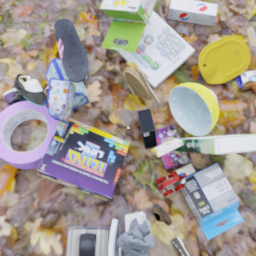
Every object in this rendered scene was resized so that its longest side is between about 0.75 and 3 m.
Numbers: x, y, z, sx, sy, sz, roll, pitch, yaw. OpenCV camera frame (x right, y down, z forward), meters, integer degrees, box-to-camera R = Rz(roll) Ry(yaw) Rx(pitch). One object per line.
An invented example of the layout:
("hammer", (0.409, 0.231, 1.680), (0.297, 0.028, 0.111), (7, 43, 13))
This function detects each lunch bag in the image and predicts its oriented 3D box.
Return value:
("lunch bag", (-2.402, -1.675, 11.006), (1.201, 1.884, 1.602), (-27, 80, -6))
("lunch bag", (-2.267, -0.892, 9.320), (0.812, 1.115, 1.311), (6, 88, 1))

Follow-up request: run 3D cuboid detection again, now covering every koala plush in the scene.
("koala plush", (0.238, 2.873, 7.669), (0.934, 0.901, 1.016), (17, 39, 2))

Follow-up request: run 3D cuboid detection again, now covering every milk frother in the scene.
("milk frother", (-0.698, 4.313, 8.740), (2.440, 2.202, 2.295), (10, 67, -23))

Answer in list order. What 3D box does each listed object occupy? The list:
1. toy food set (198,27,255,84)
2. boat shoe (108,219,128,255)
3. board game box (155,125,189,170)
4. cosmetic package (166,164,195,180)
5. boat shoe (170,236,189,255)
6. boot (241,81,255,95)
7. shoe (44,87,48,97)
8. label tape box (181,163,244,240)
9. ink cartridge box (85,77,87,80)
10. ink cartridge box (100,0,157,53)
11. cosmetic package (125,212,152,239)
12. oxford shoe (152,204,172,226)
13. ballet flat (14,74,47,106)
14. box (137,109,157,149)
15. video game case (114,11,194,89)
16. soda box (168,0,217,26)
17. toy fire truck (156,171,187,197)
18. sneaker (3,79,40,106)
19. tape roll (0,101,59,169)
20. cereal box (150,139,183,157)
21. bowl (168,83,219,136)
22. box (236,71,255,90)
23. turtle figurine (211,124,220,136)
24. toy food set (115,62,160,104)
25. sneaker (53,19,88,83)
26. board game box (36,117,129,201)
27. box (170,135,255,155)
("toy food set", (4.273, -3.006, 12.319), (2.974, 0.971, 1.750), (-26, 94, -8))
("boat shoe", (-0.312, 4.130, 9.364), (0.689, 0.729, 2.032), (2, 70, 1))
("board game box", (1.656, 0.744, 11.034), (0.972, 0.262, 1.620), (-19, 69, -1))
("cosmetic package", (1.961, 1.748, 10.470), (0.972, 0.503, 0.355), (-24, 69, -11))
("boat shoe", (1.844, 4.272, 9.490), (0.337, 0.399, 1.118), (-25, 62, -8))
("boot", (5.373, -1.671, 11.894), (0.979, 0.760, 0.375), (-21, 25, 6))
("shoe", (-3.325, -1.453, 11.885), (0.456, 0.348, 1.305), (16, 68, 7))
("label tape box", (3.005, 2.591, 10.005), (1.563, 0.721, 2.182), (-23, 68, -9))
("ink cartridge box", (-2.183, -2.448, 12.314), (0.755, 0.317, 0.549), (2, 68, 2))
("ink cartridge box", (-0.178, -4.522, 11.325), (1.916, 0.982, 2.593), (20, 87, 32))
("cosmetic package", (0.363, 3.317, 9.298), (0.525, 1.203, 0.622), (-15, 50, 16))
("oxford shoe", (0.957, 2.623, 8.144), (0.863, 0.314, 0.364), (48, 47, -20))
("ballet flat", (-3.527, -1.429, 9.961), (0.694, 0.699, 2.043), (-17, 36, -42))
("box", (0.723, 0.056, 10.491), (0.533, 1.351, 0.954), (-14, 60, 1))
("video game case", (1.101, -3.492, 12.371), (2.476, 0.322, 2.720), (-43, 81, -6))
("soda box", (3.083, -5.561, 13.410), (2.204, 0.702, 0.751), (12, 68, 4))
("toy fire truck", (1.432, 1.714, 8.900), (1.073, 0.901, 0.602), (-21, 72, -18))
("sneaker", (-4.369, -1.431, 11.817), (1.611, 0.610, 0.705), (-29, 78, -3))
("tape roll", (-3.883, 0.265, 10.897), (2.559, 0.839, 2.559), (0, 67, 0))
("cereal box", (1.301, 0.664, 9.487), (0.973, 0.700, 0.192), (-26, 97, -10))
("bowl", (2.493, -0.798, 9.855), (1.068, 1.984, 1.984), (-31, 70, -24))
("box", (5.398, -2.097, 12.210), (1.266, 0.262, 0.753), (-6, 68, -4))
("turtle figurine", (3.060, -0.261, 10.738), (0.706, 0.981, 0.952), (-26, 106, -27))
("toy food set", (0.471, -1.783, 10.712), (0.488, 2.432, 1.679), (-40, 118, -9))
("sneaker", (-1.837, -2.403, 9.329), (0.866, 1.013, 2.469), (-12, 68, -10))
("board game box", (-1.557, 1.075, 10.103), (2.703, 0.766, 2.234), (23, 62, -10))
("box", (2.980, 0.540, 9.474), (2.092, 2.898, 0.527), (-3, 87, -17))
